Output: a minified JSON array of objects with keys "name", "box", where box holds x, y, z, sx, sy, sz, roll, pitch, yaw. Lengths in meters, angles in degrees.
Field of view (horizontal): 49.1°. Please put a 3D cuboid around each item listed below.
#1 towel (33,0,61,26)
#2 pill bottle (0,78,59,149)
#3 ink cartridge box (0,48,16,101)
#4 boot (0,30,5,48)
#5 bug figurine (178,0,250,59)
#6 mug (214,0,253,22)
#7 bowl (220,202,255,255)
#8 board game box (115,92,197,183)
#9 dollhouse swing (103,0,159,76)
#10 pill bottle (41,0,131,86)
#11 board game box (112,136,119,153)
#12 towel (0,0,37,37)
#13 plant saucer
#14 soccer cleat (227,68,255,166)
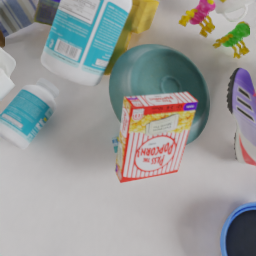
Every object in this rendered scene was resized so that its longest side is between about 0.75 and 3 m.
[{"name":"towel","box":[-1.733,-3.277,7.159,1.072,0.170,1.492,20,96,-2]},{"name":"pill bottle","box":[-2.403,-0.394,6.802,0.929,0.929,1.678,30,72,11]},{"name":"ink cartridge box","box":[-3.928,-0.866,6.064,1.784,1.738,2.775,41,80,-11]},{"name":"boot","box":[-3.586,-2.646,7.452,0.409,1.112,0.420,-31,38,-26]},{"name":"bug figurine","box":[2.631,-2.885,6.881,2.864,2.221,0.737,23,65,-18]},{"name":"mug","box":[2.898,-3.510,7.793,0.949,0.799,1.082,-19,93,27]},{"name":"bowl","box":[2.840,2.521,5.894,1.873,0.368,1.873,2,68,-6]},{"name":"board game box","box":[0.526,0.219,5.835,1.425,1.881,0.436,-7,37,-21]},{"name":"dollhouse swing","box":[-0.677,-2.919,8.070,2.348,2.064,2.134,21,29,8]},{"name":"pill bottle","box":[-0.886,-2.495,6.551,1.524,1.524,2.751,29,105,11]},{"name":"board game box","box":[0.025,0.332,6.722,0.786,0.593,0.184,-11,110,-4]},{"name":"towel","box":[-3.247,-3.245,7.791,1.437,1.056,0.171,-26,42,3]},{"name":"plant saucer","box":[0.921,-0.891,6.729,2.757,0.496,2.757,6,72,-20]},{"name":"soccer cleat","box":[2.773,-0.215,6.189,0.784,0.842,2.300,-27,112,-38]}]
